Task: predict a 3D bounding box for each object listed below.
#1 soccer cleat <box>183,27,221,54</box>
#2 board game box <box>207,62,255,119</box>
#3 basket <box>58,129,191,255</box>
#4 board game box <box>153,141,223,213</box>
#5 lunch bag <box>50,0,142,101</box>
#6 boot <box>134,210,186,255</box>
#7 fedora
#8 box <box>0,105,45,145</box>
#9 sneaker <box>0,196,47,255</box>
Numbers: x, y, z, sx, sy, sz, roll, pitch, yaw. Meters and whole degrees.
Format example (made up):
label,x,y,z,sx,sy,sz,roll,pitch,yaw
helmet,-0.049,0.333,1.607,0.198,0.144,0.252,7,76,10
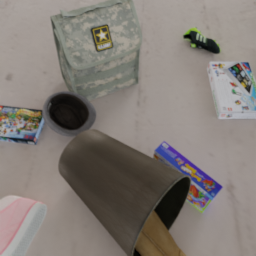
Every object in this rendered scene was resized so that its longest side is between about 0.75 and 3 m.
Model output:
label,x,y,z,sx,sy,sz,roll,pitch,yaw
soccer cleat,2.854,-3.287,10.908,0.688,0.573,1.699,-37,59,-7
board game box,3.663,-1.350,9.655,1.471,0.403,2.331,0,57,0
basket,-0.238,1.375,6.877,2.829,2.551,1.924,35,37,30
board game box,1.462,1.319,7.403,1.835,1.234,0.411,39,65,23
lunch bag,-0.949,-2.457,8.840,2.453,2.991,1.758,-22,59,-15
boot,0.431,3.036,6.558,1.773,0.669,2.024,-30,67,-33
fedora,-1.840,-0.345,8.713,1.650,0.745,1.460,30,65,2
box,-3.584,-0.113,8.895,1.690,0.318,1.154,7,57,4
sneaker,-3.110,2.722,6.687,1.274,0.918,2.438,18,54,11
